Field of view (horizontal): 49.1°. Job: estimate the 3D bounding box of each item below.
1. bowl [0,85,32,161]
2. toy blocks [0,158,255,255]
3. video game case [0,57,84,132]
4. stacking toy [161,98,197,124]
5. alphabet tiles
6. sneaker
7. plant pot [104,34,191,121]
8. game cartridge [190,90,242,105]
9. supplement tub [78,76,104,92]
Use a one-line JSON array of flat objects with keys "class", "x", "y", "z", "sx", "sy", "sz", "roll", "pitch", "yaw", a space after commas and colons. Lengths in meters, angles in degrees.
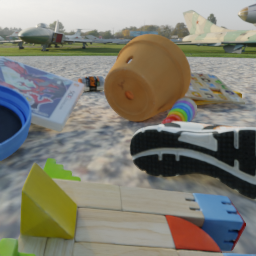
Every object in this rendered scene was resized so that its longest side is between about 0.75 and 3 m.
[{"class": "bowl", "x": -3.258, "y": -0.097, "z": 5.560, "sx": 2.573, "sy": 0.505, "sz": 2.573, "roll": 7, "pitch": 36, "yaw": -5}, {"class": "toy blocks", "x": 0.200, "y": 1.244, "z": 1.689, "sx": 1.872, "sy": 1.369, "sz": 2.739, "roll": 8, "pitch": 22, "yaw": -8}, {"class": "video game case", "x": -2.781, "y": -1.056, "z": 7.783, "sx": 2.696, "sy": 0.310, "sz": 2.457, "roll": 18, "pitch": 32, "yaw": -5}, {"class": "stacking toy", "x": 1.268, "y": -0.222, "z": 7.169, "sx": 0.681, "sy": 0.681, "sz": 1.594, "roll": 8, "pitch": 26, "yaw": 24}, {"class": "alphabet tiles", "x": 2.292, "y": -1.562, "z": 9.971, "sx": 2.932, "sy": 0.111, "sz": 2.451, "roll": 5, "pitch": 32, "yaw": -14}, {"class": "sneaker", "x": 1.531, "y": 0.329, "z": 4.583, "sx": 2.913, "sy": 1.074, "sz": 1.165, "roll": 10, "pitch": 19, "yaw": 28}, {"class": "plant pot", "x": 0.405, "y": -1.261, "z": 8.021, "sx": 2.346, "sy": 2.346, "sz": 1.642, "roll": 10, "pitch": 38, "yaw": 30}, {"class": "game cartridge", "x": 2.811, "y": -1.421, "z": 11.073, "sx": 2.153, "sy": 0.396, "sz": 2.443, "roll": -5, "pitch": 21, "yaw": -16}, {"class": "supplement tub", "x": -1.620, "y": -1.927, "z": 12.276, "sx": 1.073, "sy": 0.657, "sz": 0.657, "roll": -8, "pitch": 19, "yaw": -20}]
